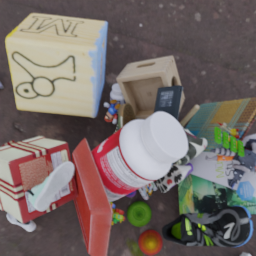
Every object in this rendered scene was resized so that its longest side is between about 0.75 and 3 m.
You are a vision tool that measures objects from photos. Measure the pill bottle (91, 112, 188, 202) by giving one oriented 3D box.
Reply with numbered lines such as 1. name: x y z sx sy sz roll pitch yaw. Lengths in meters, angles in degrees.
1. pill bottle: 0.103 0.802 7.493 1.625 2.895 1.625 25 48 -30

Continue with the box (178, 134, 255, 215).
1. box: 2.768 1.552 8.452 0.537 2.953 2.132 16 64 -36

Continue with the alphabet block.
1. alphabet block: -2.146 -2.082 9.251 2.592 2.531 2.545 7 36 -2

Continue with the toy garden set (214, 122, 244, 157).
1. toy garden set: 2.411 0.226 6.833 0.920 0.184 0.767 28 50 -19

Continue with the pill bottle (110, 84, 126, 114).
1. pill bottle: -0.331 -1.016 9.671 0.583 0.974 0.583 2 46 -2

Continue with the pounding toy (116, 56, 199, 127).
1. pounding toy: 1.256 -0.908 9.154 2.295 2.612 1.195 -4 36 29

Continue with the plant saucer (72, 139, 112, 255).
1. plant saucer: -1.132 2.049 7.818 0.470 2.559 2.563 -8 42 -20

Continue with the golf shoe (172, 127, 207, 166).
1. golf shoe: 1.259 0.382 8.868 1.134 0.994 2.574 -19 29 -29

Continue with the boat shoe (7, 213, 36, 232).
1. boat shoe: -3.444 2.894 8.880 1.161 0.398 0.418 23 49 29

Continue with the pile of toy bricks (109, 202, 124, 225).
1. pile of toy bricks: -0.413 2.509 7.912 0.664 1.346 0.747 7 63 10

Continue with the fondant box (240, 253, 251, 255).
1. fondant box: 3.728 4.926 8.315 1.325 0.535 1.837 -37 74 -12

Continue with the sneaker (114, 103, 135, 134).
1. sneaker: -0.240 0.249 9.079 0.898 0.671 2.001 -4 96 40

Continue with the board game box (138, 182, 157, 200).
1. board game box: 0.535 1.843 9.263 0.572 0.157 0.906 -40 106 -32

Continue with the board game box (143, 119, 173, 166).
1. board game box: 0.751 0.197 10.033 1.839 0.468 2.735 7 71 3

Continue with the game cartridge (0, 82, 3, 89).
1. game cartridge: -5.829 -1.591 10.783 1.703 0.327 1.104 -31 78 -10

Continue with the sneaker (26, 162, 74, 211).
1. sneaker: -1.935 1.323 6.852 0.783 0.489 1.328 6 53 50

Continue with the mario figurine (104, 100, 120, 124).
1. mario figurine: -0.587 -0.488 9.354 0.500 0.944 0.583 5 54 -17

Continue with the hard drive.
1. hard drive: 1.076 -0.580 7.825 0.810 0.191 1.161 1 76 47

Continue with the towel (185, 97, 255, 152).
1. towel: 2.803 -0.058 8.987 0.310 2.858 2.096 42 74 -18

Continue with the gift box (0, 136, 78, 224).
1. gift box: -2.726 1.393 8.227 2.169 2.026 2.002 -13 103 -43

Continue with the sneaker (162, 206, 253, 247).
1. sneaker: 2.049 2.780 7.606 1.172 2.829 1.003 11 62 -37

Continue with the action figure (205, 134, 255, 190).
1. action figure: 2.761 0.893 7.138 1.502 0.812 1.553 20 102 12

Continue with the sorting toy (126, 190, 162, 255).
1. sorting toy: 0.405 2.874 8.897 0.805 0.800 2.322 -21 72 -4

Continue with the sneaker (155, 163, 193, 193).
1. sneaker: 1.453 1.578 8.978 0.737 1.767 0.712 -13 75 -33
